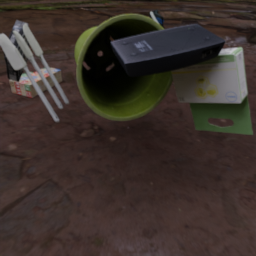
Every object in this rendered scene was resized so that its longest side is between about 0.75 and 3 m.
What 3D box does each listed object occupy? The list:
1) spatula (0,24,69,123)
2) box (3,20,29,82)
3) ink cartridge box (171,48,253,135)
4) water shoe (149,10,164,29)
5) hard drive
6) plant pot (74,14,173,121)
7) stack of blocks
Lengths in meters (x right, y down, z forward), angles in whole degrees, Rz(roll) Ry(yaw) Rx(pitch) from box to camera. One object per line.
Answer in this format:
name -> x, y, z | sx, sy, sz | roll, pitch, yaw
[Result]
spatula -> -2.603, -1.549, 8.171 | 0.221, 2.747, 1.910 | -20, 26, 11
box -> -3.849, -2.621, 9.757 | 0.421, 1.693, 1.335 | 15, 62, -11
ink cartridge box -> 2.279, -0.819, 7.666 | 1.844, 2.535, 0.608 | 6, 34, 42
water shoe -> 1.411, -4.744, 12.472 | 0.479, 1.215, 0.434 | -30, -9, 2
hard drive -> 0.876, -1.871, 6.671 | 2.345, 0.496, 1.582 | -15, 38, -9
plant pot -> -0.490, -2.066, 8.603 | 2.882, 2.882, 2.737 | -13, 30, -20
stack of blocks -> -4.626, -2.386, 14.220 | 1.313, 0.668, 2.280 | 16, 35, 24
